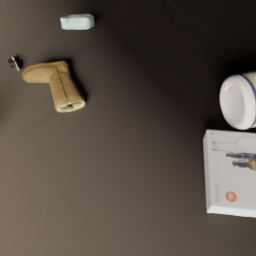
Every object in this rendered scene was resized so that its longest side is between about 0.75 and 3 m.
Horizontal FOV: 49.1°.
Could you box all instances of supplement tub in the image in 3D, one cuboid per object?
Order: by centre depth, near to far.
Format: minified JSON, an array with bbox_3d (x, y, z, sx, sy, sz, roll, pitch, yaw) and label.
[{"bbox_3d":[4.847,-1.105,9.839,2.657,1.918,1.918,-12,57,-8],"label":"supplement tub"}]

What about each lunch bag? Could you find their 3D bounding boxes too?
[{"bbox_3d":[-2.350,-4.852,12.895,1.431,0.551,1.147,1,31,10],"label":"lunch bag"}]

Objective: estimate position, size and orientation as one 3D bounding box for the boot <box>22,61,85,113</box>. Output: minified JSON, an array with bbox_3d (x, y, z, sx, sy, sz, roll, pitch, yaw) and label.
[{"bbox_3d":[-2.934,-1.548,10.868,1.986,0.750,2.268,-18,59,-11],"label":"boot"}]

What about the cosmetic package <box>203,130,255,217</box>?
[{"bbox_3d":[3.511,1.400,8.927,2.022,0.693,2.682,3,56,5],"label":"cosmetic package"}]

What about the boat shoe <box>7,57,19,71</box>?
[{"bbox_3d":[-4.883,-2.663,11.842,0.311,0.350,0.937,-27,59,-16],"label":"boat shoe"}]
